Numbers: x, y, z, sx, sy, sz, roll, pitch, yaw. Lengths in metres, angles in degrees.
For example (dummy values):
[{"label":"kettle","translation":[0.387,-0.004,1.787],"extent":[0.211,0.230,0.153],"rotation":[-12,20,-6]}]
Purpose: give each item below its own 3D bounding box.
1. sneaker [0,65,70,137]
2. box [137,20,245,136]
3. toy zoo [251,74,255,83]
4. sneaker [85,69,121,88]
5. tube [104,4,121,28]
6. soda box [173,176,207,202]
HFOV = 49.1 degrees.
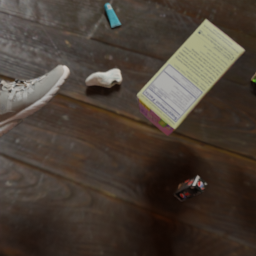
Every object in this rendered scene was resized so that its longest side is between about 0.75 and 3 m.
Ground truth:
[{"label":"sneaker","translation":[-2.947,-0.893,7.692],"extent":[2.949,1.102,1.209],"rotation":[-35,104,2]},{"label":"box","translation":[1.657,-1.255,8.207],"extent":[1.319,2.399,2.727],"rotation":[42,88,7]},{"label":"toy zoo","translation":[5.411,-1.872,11.224],"extent":[0.818,0.537,0.084],"rotation":[30,71,11]},{"label":"sneaker","translation":[-0.977,-1.904,11.248],"extent":[1.500,0.527,0.601],"rotation":[-15,73,-6]},{"label":"tube","translation":[-0.747,-5.033,12.571],"extent":[0.450,0.293,1.161],"rotation":[-23,75,0]},{"label":"soda box","translation":[1.767,1.772,8.104],"extent":[0.360,1.136,0.402],"rotation":[39,56,-1]}]
